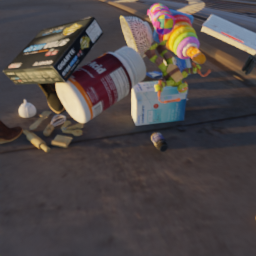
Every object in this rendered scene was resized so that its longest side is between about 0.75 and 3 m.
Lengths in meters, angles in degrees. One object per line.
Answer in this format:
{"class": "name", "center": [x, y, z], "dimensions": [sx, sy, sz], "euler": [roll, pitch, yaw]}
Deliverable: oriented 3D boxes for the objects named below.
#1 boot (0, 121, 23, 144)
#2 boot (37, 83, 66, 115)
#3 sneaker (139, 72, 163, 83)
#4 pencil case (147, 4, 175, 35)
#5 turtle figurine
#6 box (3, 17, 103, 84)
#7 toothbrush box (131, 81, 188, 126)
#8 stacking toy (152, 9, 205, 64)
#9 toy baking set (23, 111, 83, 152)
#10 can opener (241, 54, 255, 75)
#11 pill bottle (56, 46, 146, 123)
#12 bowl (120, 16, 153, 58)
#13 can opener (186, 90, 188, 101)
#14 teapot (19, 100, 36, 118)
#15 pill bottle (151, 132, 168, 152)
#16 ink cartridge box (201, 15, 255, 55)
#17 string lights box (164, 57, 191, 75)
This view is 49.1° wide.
{"class": "boot", "center": [-4.745, -0.054, 10.459], "dimensions": [0.550, 1.264, 1.520], "euler": [27, 42, 35]}
{"class": "boot", "center": [-2.947, -1.394, 10.026], "dimensions": [0.696, 1.243, 1.798], "euler": [-36, 62, 3]}
{"class": "sneaker", "center": [1.282, -2.467, 14.582], "dimensions": [2.478, 0.916, 1.019], "euler": [9, 30, 3]}
{"class": "pencil case", "center": [1.214, -4.084, 10.468], "dimensions": [0.842, 0.842, 1.906], "euler": [-2, 33, -3]}
{"class": "turtle figurine", "center": [1.439, -1.838, 8.891], "dimensions": [2.327, 1.876, 0.749], "euler": [-32, -1, -23]}
{"class": "box", "center": [-2.269, -2.248, 8.373], "dimensions": [2.637, 0.607, 2.096], "euler": [7, 56, 40]}
{"class": "toothbrush box", "center": [1.261, -1.081, 11.757], "dimensions": [2.156, 1.579, 0.920], "euler": [-5, 33, -9]}
{"class": "stacking toy", "center": [2.316, -3.406, 11.337], "dimensions": [1.612, 1.524, 2.777], "euler": [0, 46, -31]}
{"class": "toy baking set", "center": [-3.012, 0.110, 11.151], "dimensions": [2.719, 0.316, 2.087], "euler": [25, 38, 33]}
{"class": "can opener", "center": [4.297, -2.345, 9.441], "dimensions": [0.455, 1.362, 0.363], "euler": [-30, 69, -13]}
{"class": "pill bottle", "center": [-0.826, -1.516, 9.313], "dimensions": [2.774, 1.584, 1.584], "euler": [-37, 47, -25]}
{"class": "bowl", "center": [0.492, -4.060, 12.369], "dimensions": [0.985, 2.099, 2.099], "euler": [-24, 36, -1]}
{"class": "can opener", "center": [1.490, -1.346, 12.738], "dimensions": [2.569, 0.859, 0.685], "euler": [-6, 5, -9]}
{"class": "teapot", "center": [-4.449, -0.838, 12.306], "dimensions": [0.786, 0.574, 0.775], "euler": [14, 36, 18]}
{"class": "pill bottle", "center": [1.165, 0.528, 10.325], "dimensions": [0.438, 0.438, 0.783], "euler": [-9, 34, -14]}
{"class": "ink cartridge box", "center": [2.585, -2.269, 7.106], "dimensions": [1.518, 0.533, 1.867], "euler": [28, 40, 8]}
{"class": "string lights box", "center": [2.197, -2.673, 12.249], "dimensions": [1.417, 0.728, 0.418], "euler": [-10, 0, -44]}
